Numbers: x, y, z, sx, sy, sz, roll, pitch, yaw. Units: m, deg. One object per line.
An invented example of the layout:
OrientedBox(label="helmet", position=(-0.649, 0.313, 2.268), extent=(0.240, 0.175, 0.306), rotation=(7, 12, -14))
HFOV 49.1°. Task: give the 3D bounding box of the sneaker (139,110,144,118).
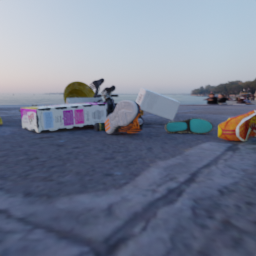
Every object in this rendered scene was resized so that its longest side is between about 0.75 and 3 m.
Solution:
OrientedBox(label="sneaker", position=(0.093, -0.572, 13.621), extent=(1.043, 0.891, 2.366), rotation=(-23, 6, 15))

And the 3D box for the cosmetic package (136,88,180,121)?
OrientedBox(label="cosmetic package", position=(1.346, -1.096, 12.938), extent=(1.877, 0.954, 0.695), rotation=(18, 12, -23))

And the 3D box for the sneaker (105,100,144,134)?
OrientedBox(label="sneaker", position=(0.120, -0.351, 9.369), extent=(1.183, 0.819, 2.112), rotation=(1, -14, -28))

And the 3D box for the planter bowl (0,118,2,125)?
OrientedBox(label="planter bowl", position=(-7.076, -1.023, 12.415), extent=(1.250, 3.000, 3.000), rotation=(-37, 15, -10))

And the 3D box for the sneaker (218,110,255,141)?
OrientedBox(label="sneaker", position=(3.638, -0.123, 8.984), extent=(0.954, 0.903, 2.474), rotation=(5, 7, 42))

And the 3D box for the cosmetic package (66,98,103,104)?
OrientedBox(label="cosmetic package", position=(-2.293, -0.974, 14.828), extent=(1.986, 1.061, 0.895), rotation=(-3, 47, -24))

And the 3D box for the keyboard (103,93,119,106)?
OrientedBox(label="keyboard", position=(-1.032, -1.182, 15.568), extent=(0.262, 1.619, 2.548), rotation=(15, -5, -40))

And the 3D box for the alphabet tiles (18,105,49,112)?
OrientedBox(label="alphabet tiles", position=(-4.130, -0.683, 12.907), extent=(1.349, 0.051, 1.128), rotation=(-17, -35, 5))

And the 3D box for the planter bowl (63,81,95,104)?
OrientedBox(label="planter bowl", position=(-3.069, -1.624, 17.071), extent=(2.239, 2.239, 0.932), rotation=(-5, -13, -37))

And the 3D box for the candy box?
OrientedBox(label="candy box", position=(-2.600, -0.507, 11.465), extent=(2.979, 0.909, 2.031), rotation=(-10, 10, -36))

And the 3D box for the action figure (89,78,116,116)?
OrientedBox(label="action figure", position=(-1.200, -1.005, 13.706), extent=(1.771, 1.521, 2.981), rotation=(25, 36, -31))

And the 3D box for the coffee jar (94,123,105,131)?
OrientedBox(label="coffee jar", position=(-0.928, -0.053, 10.890), extent=(0.758, 0.323, 0.395), rotation=(-3, 8, -22))

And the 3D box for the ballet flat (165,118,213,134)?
OrientedBox(label="ballet flat", position=(2.180, -0.055, 10.088), extent=(1.679, 0.569, 0.632), rotation=(-2, -1, 15))
